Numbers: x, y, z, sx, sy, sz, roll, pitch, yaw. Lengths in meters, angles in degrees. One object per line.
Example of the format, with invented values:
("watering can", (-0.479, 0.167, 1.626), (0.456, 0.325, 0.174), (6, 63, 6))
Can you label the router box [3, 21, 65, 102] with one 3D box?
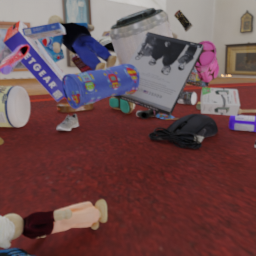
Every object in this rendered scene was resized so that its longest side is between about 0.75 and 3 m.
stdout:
("router box", (-3.665, -2.773, 11.435), (0.718, 2.940, 2.639), (-36, 32, 2))

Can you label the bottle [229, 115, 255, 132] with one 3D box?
("bottle", (4.936, -0.161, 11.096), (1.743, 0.569, 0.728), (6, 22, 22))

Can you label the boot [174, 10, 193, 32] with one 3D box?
("boot", (1.859, -3.627, 9.462), (0.313, 0.645, 0.856), (-37, 20, 27))

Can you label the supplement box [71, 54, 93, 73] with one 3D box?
("supplement box", (-1.982, -2.950, 13.220), (0.735, 1.350, 0.411), (-21, 48, 16))

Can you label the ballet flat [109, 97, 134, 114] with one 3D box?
("ballet flat", (-0.165, -1.343, 15.281), (0.874, 0.944, 2.677), (-6, 17, -25))

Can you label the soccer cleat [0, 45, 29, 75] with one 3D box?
("soccer cleat", (-3.653, -2.234, 9.032), (0.485, 0.423, 1.269), (-9, 43, 47))

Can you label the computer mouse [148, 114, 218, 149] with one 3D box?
("computer mouse", (2.311, -0.037, 10.186), (2.007, 0.764, 2.899), (11, 17, 41))

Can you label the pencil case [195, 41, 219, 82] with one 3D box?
("pencil case", (2.848, -2.332, 10.333), (1.009, 1.042, 2.224), (-14, -9, 21))

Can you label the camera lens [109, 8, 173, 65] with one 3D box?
("camera lens", (0.656, -2.835, 10.412), (2.176, 2.720, 2.176), (-16, 25, 8))

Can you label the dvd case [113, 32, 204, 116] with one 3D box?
("dvd case", (0.769, -1.492, 7.277), (1.669, 2.220, 0.275), (21, -22, 21))

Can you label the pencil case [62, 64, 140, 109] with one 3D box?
("pencil case", (-0.558, -0.934, 6.095), (1.835, 0.716, 0.797), (-21, 6, -42))

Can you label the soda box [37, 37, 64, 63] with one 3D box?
("soda box", (-3.054, -3.226, 10.917), (0.454, 0.480, 1.414), (-33, 69, -17))

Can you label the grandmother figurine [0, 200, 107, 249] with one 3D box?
("grandmother figurine", (-1.184, 1.400, 4.141), (1.673, 1.015, 0.507), (5, 43, -38))

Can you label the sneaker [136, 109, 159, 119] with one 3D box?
("sneaker", (1.041, -0.665, 13.622), (1.192, 0.422, 0.591), (-8, 17, -10))

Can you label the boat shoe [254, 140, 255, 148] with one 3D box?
("boat shoe", (4.369, 0.556, 8.777), (0.300, 0.277, 0.812), (-8, 16, -30))

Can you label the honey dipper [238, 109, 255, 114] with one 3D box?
("honey dipper", (6.880, -0.851, 14.414), (2.521, 0.479, 0.479), (-2, 13, 12))

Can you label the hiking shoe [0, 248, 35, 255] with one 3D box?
("hiking shoe", (-1.389, 1.738, 3.660), (1.039, 0.387, 0.451), (1, 15, 4))

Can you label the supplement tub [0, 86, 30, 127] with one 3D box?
("supplement tub", (-5.531, -0.893, 11.674), (2.370, 1.718, 1.718), (1, 14, 3))

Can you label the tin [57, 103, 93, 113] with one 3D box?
("tin", (-2.956, -1.195, 15.772), (2.145, 0.449, 1.201), (-10, 13, -36))

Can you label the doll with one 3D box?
("doll", (-1.857, -3.118, 10.140), (2.946, 0.714, 2.010), (44, 59, 12))

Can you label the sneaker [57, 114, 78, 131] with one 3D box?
("sneaker", (-2.486, -0.227, 11.370), (0.525, 0.576, 1.405), (3, 14, 13))

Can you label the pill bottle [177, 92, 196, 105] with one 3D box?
("pill bottle", (3.560, -1.942, 18.013), (1.488, 0.790, 0.790), (11, 18, 36))

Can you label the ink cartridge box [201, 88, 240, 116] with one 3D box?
("ink cartridge box", (2.983, -0.868, 9.153), (1.143, 0.480, 0.834), (4, 48, 8))

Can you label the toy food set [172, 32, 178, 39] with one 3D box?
("toy food set", (0.822, -4.132, 12.747), (1.898, 0.799, 2.645), (35, 50, 22))

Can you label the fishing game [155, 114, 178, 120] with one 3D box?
("fishing game", (1.789, -0.593, 13.717), (0.962, 0.209, 1.344), (-2, 13, -17))

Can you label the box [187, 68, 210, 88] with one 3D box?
("box", (3.065, -2.329, 11.907), (0.966, 0.267, 1.415), (17, 55, 15))

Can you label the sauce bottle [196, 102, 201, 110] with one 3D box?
("sauce bottle", (4.192, -1.307, 16.320), (0.379, 0.379, 1.171), (5, 12, 19))

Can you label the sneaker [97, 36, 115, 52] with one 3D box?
("sneaker", (-0.368, -4.096, 13.658), (2.108, 0.795, 1.213), (-19, 39, -18))

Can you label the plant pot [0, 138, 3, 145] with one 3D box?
("plant pot", (-4.986, 0.461, 9.342), (1.510, 0.207, 1.510), (1, 14, 0))

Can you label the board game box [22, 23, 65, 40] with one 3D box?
("board game box", (-2.439, -2.831, 8.234), (1.034, 0.224, 1.029), (-11, 11, -2))
